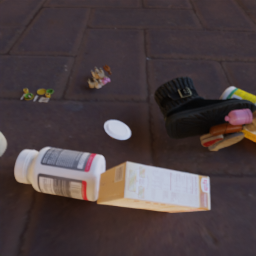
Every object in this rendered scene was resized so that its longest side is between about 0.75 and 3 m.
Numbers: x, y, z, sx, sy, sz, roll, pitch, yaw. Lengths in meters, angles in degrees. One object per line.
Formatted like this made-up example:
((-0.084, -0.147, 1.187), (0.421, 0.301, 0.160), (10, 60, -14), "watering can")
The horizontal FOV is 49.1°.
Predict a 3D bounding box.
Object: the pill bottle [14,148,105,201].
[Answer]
((-1.984, 1.301, 8.252), (2.412, 1.335, 1.335), (8, 45, 8), "pill bottle")

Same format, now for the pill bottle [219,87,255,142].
((4.465, -0.310, 9.826), (2.571, 1.450, 1.450), (31, 52, 29), "pill bottle")

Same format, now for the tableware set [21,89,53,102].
((-3.875, -1.465, 11.926), (1.265, 0.194, 0.852), (7, 44, 8), "tableware set")

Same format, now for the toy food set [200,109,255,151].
((3.189, -0.028, 8.435), (1.640, 2.580, 0.406), (12, 57, -38), "toy food set")

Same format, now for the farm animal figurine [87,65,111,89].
((-1.202, -2.124, 12.365), (1.032, 0.643, 1.278), (-9, 45, 18), "farm animal figurine")

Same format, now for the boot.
((2.502, -0.857, 9.538), (3.072, 1.156, 2.296), (-6, 38, 2), "boot")

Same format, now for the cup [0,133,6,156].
((-5.100, 0.333, 9.371), (1.655, 1.184, 1.655), (0, 44, 0), "cup")

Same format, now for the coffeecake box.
((0.596, 1.580, 7.039), (2.260, 1.735, 0.826), (14, 67, -22), "coffeecake box")

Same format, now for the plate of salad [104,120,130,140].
((-0.331, 0.083, 8.393), (0.831, 0.200, 0.831), (16, 37, -12), "plate of salad")
